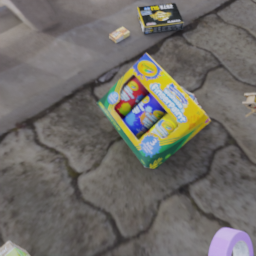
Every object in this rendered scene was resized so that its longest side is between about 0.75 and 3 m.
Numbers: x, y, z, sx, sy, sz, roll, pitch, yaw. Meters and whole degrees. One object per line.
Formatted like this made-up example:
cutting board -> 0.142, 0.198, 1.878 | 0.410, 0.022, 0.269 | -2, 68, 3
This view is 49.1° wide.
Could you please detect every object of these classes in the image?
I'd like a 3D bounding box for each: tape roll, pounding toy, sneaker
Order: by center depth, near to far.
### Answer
tape roll -> 2.479, 3.137, 6.717 | 0.442, 1.347, 1.347 | -4, 43, 50
pounding toy -> 3.982, -0.623, 8.663 | 0.646, 1.129, 0.648 | 10, 85, 43
sneaker -> 2.207, -0.741, 9.712 | 0.594, 0.714, 1.585 | -35, 64, -20

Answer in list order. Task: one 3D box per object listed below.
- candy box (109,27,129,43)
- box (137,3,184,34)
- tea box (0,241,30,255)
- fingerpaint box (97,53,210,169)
candy box -> -0.377, -4.023, 12.123 | 0.782, 0.216, 0.451 | -37, 64, -21
box -> 1.418, -4.924, 12.578 | 1.813, 0.447, 1.447 | -8, 56, -5
tea box -> -2.765, 4.020, 6.308 | 1.877, 1.275, 1.908 | 40, 65, 22
fingerpaint box -> 0.705, -0.520, 8.712 | 2.303, 1.012, 2.760 | -43, 65, 12
